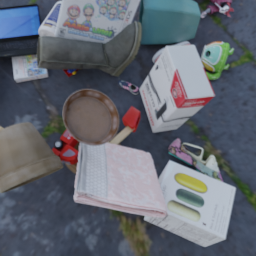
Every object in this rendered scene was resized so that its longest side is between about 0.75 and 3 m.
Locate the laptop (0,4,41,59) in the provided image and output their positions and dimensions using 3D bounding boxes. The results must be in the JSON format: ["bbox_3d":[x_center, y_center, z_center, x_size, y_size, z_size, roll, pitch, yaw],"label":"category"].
[{"bbox_3d":[-4.089,-3.386,9.805,1.912,1.114,2.157,-8,39,-2],"label":"laptop"}]

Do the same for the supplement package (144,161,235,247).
[{"bbox_3d":[1.598,2.051,7.498,1.840,1.386,1.396,22,60,6],"label":"supplement package"}]

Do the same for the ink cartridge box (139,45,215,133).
[{"bbox_3d":[1.263,-1.028,8.064,0.933,2.228,1.608,-8,70,-21],"label":"ink cartridge box"}]

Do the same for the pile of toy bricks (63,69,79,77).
[{"bbox_3d":[-1.519,-2.881,9.792,2.218,1.230,1.095,-37,31,0],"label":"pile of toy bricks"}]

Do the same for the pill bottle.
[{"bbox_3d":[-2.362,-3.868,10.106,0.998,0.998,1.798,22,71,8],"label":"pill bottle"}]

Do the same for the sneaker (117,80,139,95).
[{"bbox_3d":[0.008,-1.445,9.535,0.814,0.334,0.286,27,71,10],"label":"sneaker"}]

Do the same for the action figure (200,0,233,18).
[{"bbox_3d":[3.331,-5.029,10.723,1.560,1.403,2.095,-22,76,-50],"label":"action figure"}]

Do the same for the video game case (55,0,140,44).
[{"bbox_3d":[-0.935,-3.433,8.517,2.199,2.002,0.261,6,44,-24],"label":"video game case"}]

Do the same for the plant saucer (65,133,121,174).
[{"bbox_3d":[-1.171,0.603,8.794,1.888,0.278,1.888,0,70,0],"label":"plant saucer"}]

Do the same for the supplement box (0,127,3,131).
[{"bbox_3d":[-3.372,0.511,7.438,1.270,0.467,0.800,40,44,-27],"label":"supplement box"}]

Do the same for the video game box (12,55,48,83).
[{"bbox_3d":[-3.473,-2.253,9.867,1.107,0.284,1.215,-12,70,-5],"label":"video game box"}]

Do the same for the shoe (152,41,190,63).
[{"bbox_3d":[1.660,-2.475,9.806,1.538,0.550,0.700,-25,65,-14],"label":"shoe"}]

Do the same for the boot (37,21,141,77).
[{"bbox_3d":[-1.248,-2.460,8.474,2.777,2.524,1.007,9,59,-22],"label":"boot"}]

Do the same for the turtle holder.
[{"bbox_3d":[2.961,-2.324,9.635,0.906,1.275,0.969,15,38,5],"label":"turtle holder"}]

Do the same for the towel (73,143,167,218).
[{"bbox_3d":[-0.203,1.088,6.748,2.096,0.354,2.195,16,29,-16],"label":"towel"}]

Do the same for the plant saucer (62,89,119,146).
[{"bbox_3d":[-0.813,-0.213,6.084,1.283,0.221,1.283,9,70,-26],"label":"plant saucer"}]

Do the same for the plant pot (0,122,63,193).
[{"bbox_3d":[-2.541,0.651,6.802,1.547,1.547,1.343,-23,84,-8],"label":"plant pot"}]

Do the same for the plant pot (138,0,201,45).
[{"bbox_3d":[1.409,-3.829,9.766,1.969,1.392,1.391,2,51,-3],"label":"plant pot"}]

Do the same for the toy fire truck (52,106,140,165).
[{"bbox_3d":[-0.892,0.199,8.146,1.684,0.582,2.388,31,78,11],"label":"toy fire truck"}]

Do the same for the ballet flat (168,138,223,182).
[{"bbox_3d":[2.126,0.971,8.367,1.942,0.671,0.691,35,101,15],"label":"ballet flat"}]
